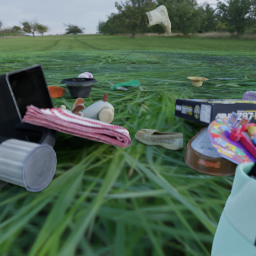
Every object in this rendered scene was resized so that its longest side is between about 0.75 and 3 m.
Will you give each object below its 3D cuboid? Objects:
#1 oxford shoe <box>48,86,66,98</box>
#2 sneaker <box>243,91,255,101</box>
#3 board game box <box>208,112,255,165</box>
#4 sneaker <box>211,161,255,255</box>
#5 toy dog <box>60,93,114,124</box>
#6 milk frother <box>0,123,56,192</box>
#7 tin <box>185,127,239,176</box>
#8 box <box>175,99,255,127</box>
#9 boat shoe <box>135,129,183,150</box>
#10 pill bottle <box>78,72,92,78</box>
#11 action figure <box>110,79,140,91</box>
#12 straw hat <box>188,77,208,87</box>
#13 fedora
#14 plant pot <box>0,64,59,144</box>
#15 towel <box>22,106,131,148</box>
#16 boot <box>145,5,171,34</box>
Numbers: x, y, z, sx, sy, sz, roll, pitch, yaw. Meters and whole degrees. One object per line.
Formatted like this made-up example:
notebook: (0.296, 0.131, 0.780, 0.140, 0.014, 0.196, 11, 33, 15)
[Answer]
oxford shoe: (-3.610, -1.680, 12.887, 1.490, 0.531, 0.543, -1, 14, -3)
sneaker: (5.350, -1.057, 11.040, 1.536, 0.618, 0.679, 22, 22, 39)
board game box: (2.766, 0.306, 6.020, 2.065, 0.402, 1.632, 26, 37, 11)
sneaker: (2.340, 1.204, 2.502, 3.004, 1.772, 1.105, 10, 20, 23)
toy dog: (-1.327, -0.668, 9.242, 1.947, 0.938, 1.284, -9, 21, -25)
milk frother: (-2.286, 0.313, 5.274, 1.424, 1.367, 1.514, 8, -19, 24)
tin: (2.240, 0.459, 6.770, 1.315, 0.492, 2.349, 15, 23, 27)
box: (2.913, -0.497, 8.372, 2.257, 0.688, 2.800, 1, 8, -9)
boat shoe: (0.819, 0.220, 7.430, 1.391, 0.436, 0.510, 11, 22, 30)
pill bottle: (-2.428, -2.844, 16.058, 0.637, 0.637, 1.135, 3, 20, 10)
action figure: (-0.168, -2.145, 14.392, 1.504, 0.411, 0.889, -9, 21, -6)
straw hat: (3.784, -2.494, 15.331, 1.077, 0.456, 1.077, 3, 21, -1)
fedora: (-2.199, -1.819, 12.795, 1.767, 0.807, 1.767, 1, 17, 0)
plant pot: (-3.135, -0.406, 7.219, 1.761, 1.985, 1.980, -9, 18, 8)
towel: (-0.994, -0.096, 6.744, 2.122, 0.335, 2.947, 15, 3, -2)
boot: (1.056, -3.690, 9.856, 0.768, 0.993, 0.358, -27, 30, -8)
